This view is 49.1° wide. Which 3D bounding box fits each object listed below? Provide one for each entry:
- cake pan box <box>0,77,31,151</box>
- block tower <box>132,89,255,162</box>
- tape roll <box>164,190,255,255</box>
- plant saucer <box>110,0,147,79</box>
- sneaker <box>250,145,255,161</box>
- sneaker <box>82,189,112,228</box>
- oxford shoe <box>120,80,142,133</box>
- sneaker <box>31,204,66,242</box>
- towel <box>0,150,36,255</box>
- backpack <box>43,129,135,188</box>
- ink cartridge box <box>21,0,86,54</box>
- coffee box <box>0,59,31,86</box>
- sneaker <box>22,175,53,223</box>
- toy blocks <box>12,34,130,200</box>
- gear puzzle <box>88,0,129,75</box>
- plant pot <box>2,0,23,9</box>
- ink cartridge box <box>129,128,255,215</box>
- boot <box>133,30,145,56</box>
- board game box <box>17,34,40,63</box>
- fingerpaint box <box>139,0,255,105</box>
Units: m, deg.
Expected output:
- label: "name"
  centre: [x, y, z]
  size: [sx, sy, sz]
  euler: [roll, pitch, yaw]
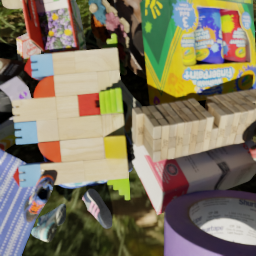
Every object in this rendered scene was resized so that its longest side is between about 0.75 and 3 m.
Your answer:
- label: "cake pan box"
  centre: [-2.974, -0.159, 6.477]
  size: [0.470, 1.799, 1.657]
  euler: [40, 60, 17]
- label: "block tower"
  centre: [1.589, -0.100, 5.588]
  size: [2.941, 0.794, 0.850]
  euler: [-10, 34, -14]
- label: "tape roll"
  centre: [1.748, 1.877, 4.485]
  size: [2.336, 0.993, 2.336]
  euler: [-1, 9, 0]
- label: "plant saucer"
  centre: [0.244, -2.697, 8.324]
  size: [0.494, 2.867, 2.867]
  euler: [-17, 44, 28]
- label: "sneaker"
  centre: [3.410, 0.712, 5.521]
  size: [2.626, 0.968, 1.139]
  euler: [-5, 74, -34]
- label: "sneaker"
  centre: [-0.659, 1.746, 5.935]
  size: [0.313, 0.366, 0.891]
  euler: [-10, 63, -50]
- label: "oxford shoe"
  centre: [-0.612, -0.896, 7.565]
  size: [0.819, 1.066, 2.836]
  euler: [-10, 48, -46]
- label: "sneaker"
  centre: [-1.527, 1.771, 5.463]
  size: [0.412, 0.371, 0.955]
  euler: [6, 20, 12]
- label: "towel"
  centre: [-2.864, 1.156, 5.080]
  size: [0.337, 2.823, 2.044]
  euler: [-23, 41, 42]
- label: "backpack"
  centre: [-0.909, 0.512, 6.244]
  size: [1.798, 1.321, 1.645]
  euler: [-14, 52, -10]
- label: "ink cartridge box"
  centre: [-1.335, -2.070, 5.432]
  size: [0.650, 2.580, 1.406]
  euler: [-10, 93, -1]
- label: "coffee box"
  centre: [-3.988, -1.551, 8.397]
  size: [1.730, 0.690, 0.990]
  euler: [8, 50, 7]
- label: "sneaker"
  centre: [-1.442, 1.150, 4.454]
  size: [0.302, 0.314, 0.801]
  euler: [25, 89, -24]
- label: "toy blocks"
  centre: [-1.080, -0.164, 5.031]
  size: [1.997, 1.460, 2.921]
  euler: [-5, 90, -1]
- label: "gear puzzle"
  centre: [-0.591, -2.134, 7.465]
  size: [0.379, 2.895, 1.499]
  euler: [-36, 74, -14]
- label: "plant pot"
  centre: [-4.793, -5.699, 11.811]
  size: [1.197, 0.804, 1.197]
  euler: [0, 50, 0]
- label: "ink cartridge box"
  centre: [1.432, 0.614, 6.296]
  size: [2.404, 1.014, 1.740]
  euler: [-14, 51, -16]
- label: "boot"
  centre: [1.492, -2.261, 8.880]
  size: [2.354, 0.856, 2.500]
  euler: [46, 38, 7]
- label: "board game box"
  centre: [-3.052, -2.414, 8.649]
  size: [0.233, 1.007, 0.763]
  euler: [31, 47, 12]
- label: "fingerpaint box"
  centre: [1.816, -1.876, 6.745]
  size: [2.844, 2.373, 1.043]
  euler: [-10, 8, -32]
